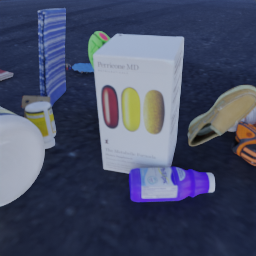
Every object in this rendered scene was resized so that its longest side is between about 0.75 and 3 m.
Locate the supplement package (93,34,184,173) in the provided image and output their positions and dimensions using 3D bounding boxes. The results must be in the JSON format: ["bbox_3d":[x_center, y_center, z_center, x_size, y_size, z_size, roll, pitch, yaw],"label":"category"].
[{"bbox_3d":[0.287,-0.466,6.049,1.537,2.702,1.480,7,34,14],"label":"supplement package"}]

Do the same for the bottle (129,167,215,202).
[{"bbox_3d":[0.860,1.112,5.585,1.660,0.542,0.693,-1,31,-2],"label":"bottle"}]

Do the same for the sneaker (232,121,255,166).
[{"bbox_3d":[3.405,0.135,6.940,2.187,0.848,1.225,-23,39,-34],"label":"sneaker"}]

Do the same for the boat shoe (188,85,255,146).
[{"bbox_3d":[2.163,-0.148,6.513,0.741,2.069,0.788,35,48,-5],"label":"boat shoe"}]

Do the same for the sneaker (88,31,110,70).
[{"bbox_3d":[-0.681,-1.785,8.724,0.940,2.450,1.027,-32,38,-15],"label":"sneaker"}]

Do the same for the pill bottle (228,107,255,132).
[{"bbox_3d":[3.099,-0.410,7.781,1.620,0.909,0.909,-13,33,-21],"label":"pill bottle"}]

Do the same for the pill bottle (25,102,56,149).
[{"bbox_3d":[-2.087,-0.055,6.801,0.596,1.063,0.596,-4,23,2],"label":"pill bottle"}]

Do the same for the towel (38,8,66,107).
[{"bbox_3d":[-2.284,-2.221,8.830,0.337,2.827,2.047,8,25,3],"label":"towel"}]

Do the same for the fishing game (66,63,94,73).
[{"bbox_3d":[-1.878,-2.547,12.065,1.563,0.243,1.119,0,30,-15],"label":"fishing game"}]

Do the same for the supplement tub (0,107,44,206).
[{"bbox_3d":[-3.069,0.297,5.531,2.431,1.762,1.762,21,37,30],"label":"supplement tub"}]

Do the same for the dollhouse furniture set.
[{"bbox_3d":[-2.562,-0.247,7.759,0.738,0.742,1.053,3,65,-13],"label":"dollhouse furniture set"}]

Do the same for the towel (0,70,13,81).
[{"bbox_3d":[-6.202,-2.101,11.277,2.491,0.283,1.794,15,32,20],"label":"towel"}]
